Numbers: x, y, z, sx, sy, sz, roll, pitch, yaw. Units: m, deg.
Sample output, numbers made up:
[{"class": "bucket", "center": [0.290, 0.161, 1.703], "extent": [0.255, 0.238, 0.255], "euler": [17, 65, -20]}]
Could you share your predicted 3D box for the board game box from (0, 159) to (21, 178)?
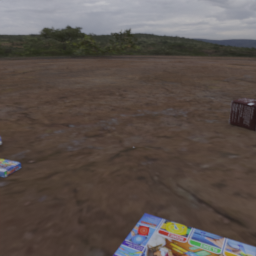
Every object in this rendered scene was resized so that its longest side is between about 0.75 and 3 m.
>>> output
[{"class": "board game box", "center": [-3.341, 1.022, 7.277], "extent": [0.880, 0.152, 0.595], "euler": [7, 20, 21]}]

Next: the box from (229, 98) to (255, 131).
[{"class": "box", "center": [4.656, -0.545, 10.692], "extent": [0.953, 0.943, 1.149], "euler": [-14, 23, -36]}]

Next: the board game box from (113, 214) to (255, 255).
[{"class": "board game box", "center": [0.856, 1.998, 4.062], "extent": [1.974, 0.340, 1.336], "euler": [10, 21, 27]}]
